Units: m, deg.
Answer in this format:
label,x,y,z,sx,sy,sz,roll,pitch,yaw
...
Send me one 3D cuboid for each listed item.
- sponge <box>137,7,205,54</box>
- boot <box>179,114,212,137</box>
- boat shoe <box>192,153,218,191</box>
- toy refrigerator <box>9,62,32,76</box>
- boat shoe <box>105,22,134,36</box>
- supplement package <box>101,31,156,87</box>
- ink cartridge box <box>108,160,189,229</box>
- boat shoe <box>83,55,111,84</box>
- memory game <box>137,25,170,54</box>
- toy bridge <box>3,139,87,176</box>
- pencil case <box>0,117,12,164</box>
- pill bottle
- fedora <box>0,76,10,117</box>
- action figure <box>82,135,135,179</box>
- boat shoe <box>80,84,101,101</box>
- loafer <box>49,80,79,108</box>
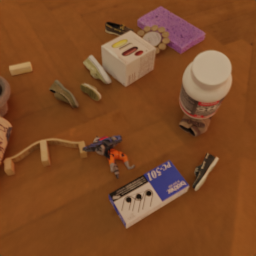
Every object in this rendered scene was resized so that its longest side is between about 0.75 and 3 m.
label,x,y,z,sx,sy,sz,roll,pitch,yaw
sponge,2.061,-4.805,13.643,1.665,0.445,2.985,-37,63,-22
boot,2.295,-0.419,10.445,1.613,0.566,1.179,37,66,27
boat shoe,2.416,1.415,9.142,0.459,0.575,1.522,32,49,20
toy refrigerator,-4.636,-2.550,12.115,0.887,0.310,0.337,-16,49,-12
boat shoe,-0.418,-4.801,13.629,1.500,0.452,0.535,14,56,10
supplement package,-0.002,-2.941,11.816,1.656,1.218,1.583,-36,62,-24
ink cartridge box,0.639,2.016,8.707,2.287,0.506,1.075,-26,59,-18
boat shoe,-1.316,-2.377,11.886,0.558,0.648,1.801,-38,55,2
memory game,1.084,-4.096,13.047,1.734,0.110,1.734,-6,65,12
toy bridge,-2.863,0.859,9.618,2.794,0.380,0.939,-12,52,-9
pencil case,-4.742,0.845,9.191,1.213,1.055,2.712,16,53,-16
pill bottle,2.463,-1.334,9.042,1.473,2.660,1.473,-2,74,6
fedora,-5.388,-1.015,10.538,2.322,1.049,2.054,31,59,26
action figure,-0.770,0.897,9.332,1.651,0.863,1.597,-11,46,-38
boat shoe,-1.435,-1.483,11.235,1.132,0.423,0.387,38,43,28
loafer,-2.551,-1.233,11.059,0.567,0.613,1.629,-42,60,-11
